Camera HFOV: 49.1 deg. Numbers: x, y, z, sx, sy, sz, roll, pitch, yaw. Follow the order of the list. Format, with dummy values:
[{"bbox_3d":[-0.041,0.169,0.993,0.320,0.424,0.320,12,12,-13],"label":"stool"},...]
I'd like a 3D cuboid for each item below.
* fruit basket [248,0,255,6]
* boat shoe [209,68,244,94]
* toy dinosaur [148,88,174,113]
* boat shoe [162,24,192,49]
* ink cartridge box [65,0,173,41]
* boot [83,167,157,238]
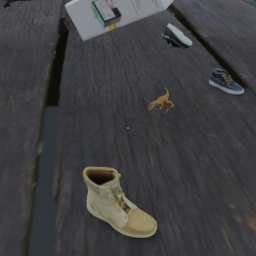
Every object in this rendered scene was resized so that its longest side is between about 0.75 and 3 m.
[{"bbox_3d":[2.308,-2.496,5.120,0.758,0.355,0.702,3,38,-42],"label":"fruit basket"},{"bbox_3d":[3.697,-1.749,10.470,1.358,0.616,0.480,29,48,30],"label":"boat shoe"},{"bbox_3d":[0.956,-0.734,7.429,0.553,0.314,1.041,49,52,3],"label":"toy dinosaur"},{"bbox_3d":[1.394,-2.547,8.146,0.617,0.492,1.631,25,27,-17],"label":"boat shoe"},{"bbox_3d":[-0.088,-3.045,6.594,2.234,0.938,1.618,-8,33,32],"label":"ink cartridge box"},{"bbox_3d":[-0.178,1.573,6.017,1.739,1.352,0.633,21,45,23],"label":"boot"}]
